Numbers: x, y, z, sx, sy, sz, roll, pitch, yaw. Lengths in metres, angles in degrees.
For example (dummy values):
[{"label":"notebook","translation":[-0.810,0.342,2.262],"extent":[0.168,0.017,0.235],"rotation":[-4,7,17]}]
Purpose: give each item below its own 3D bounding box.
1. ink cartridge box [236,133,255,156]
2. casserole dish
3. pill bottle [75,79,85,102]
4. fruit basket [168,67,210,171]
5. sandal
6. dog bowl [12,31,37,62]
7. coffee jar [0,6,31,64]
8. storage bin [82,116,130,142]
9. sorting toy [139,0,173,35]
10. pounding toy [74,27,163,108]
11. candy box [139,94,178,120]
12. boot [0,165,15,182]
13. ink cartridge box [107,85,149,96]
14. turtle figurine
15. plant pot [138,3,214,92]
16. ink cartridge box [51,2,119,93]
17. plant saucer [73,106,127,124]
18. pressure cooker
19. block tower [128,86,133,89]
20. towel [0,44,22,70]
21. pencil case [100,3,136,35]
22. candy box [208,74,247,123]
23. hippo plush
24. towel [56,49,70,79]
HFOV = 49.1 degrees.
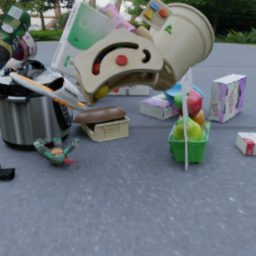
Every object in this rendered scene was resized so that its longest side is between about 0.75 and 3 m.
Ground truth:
[{"label":"ink cartridge box","translation":[4.314,0.537,9.308],"extent":[1.152,0.493,0.850],"rotation":[2,22,0]},{"label":"casserole dish","translation":[2.420,-1.511,12.740],"extent":[1.636,0.524,2.701],"rotation":[1,22,-4]},{"label":"pill bottle","translation":[-1.955,-2.708,14.413],"extent":[1.482,2.602,1.482],"rotation":[4,20,-2]},{"label":"fruit basket","translation":[1.817,-0.373,8.762],"extent":[1.239,2.643,2.448],"rotation":[-6,20,21]},{"label":"sandal","translation":[-1.927,-1.084,7.430],"extent":[2.283,0.654,0.875],"rotation":[25,5,-45]},{"label":"dog bowl","translation":[-4.651,-3.503,11.737],"extent":[1.600,1.600,0.590],"rotation":[12,45,26]},{"label":"coffee jar","translation":[-4.131,-3.174,9.645],"extent":[0.802,1.880,0.980],"rotation":[29,-17,-13]},{"label":"storage bin","translation":[-0.896,-0.129,10.708],"extent":[1.439,0.679,1.449],"rotation":[-10,25,-24]},{"label":"sorting toy","translation":[1.032,-3.462,8.770],"extent":[1.135,0.839,0.167],"rotation":[34,-3,-9]},{"label":"pounding toy","translation":[-0.084,-1.458,7.400],"extent":[2.745,1.575,1.570],"rotation":[-40,76,-19]},{"label":"candy box","translation":[1.577,-0.992,12.924],"extent":[1.413,0.602,1.684],"rotation":[20,30,40]},{"label":"boot","translation":[-3.531,1.212,7.915],"extent":[0.658,0.297,0.803],"rotation":[-4,30,-4]},{"label":"ink cartridge box","translation":[-0.228,-2.699,16.345],"extent":[2.858,1.183,2.094],"rotation":[0,22,1]},{"label":"turtle figurine","translation":[-2.207,0.678,8.497],"extent":[1.299,0.874,1.736],"rotation":[4,2,-29]},{"label":"plant pot","translation":[1.521,-2.856,10.731],"extent":[2.737,2.737,2.506],"rotation":[15,53,32]},{"label":"ink cartridge box","translation":[-0.962,-2.589,9.711],"extent":[2.803,2.255,0.702],"rotation":[18,7,-34]},{"label":"plant saucer","translation":[-1.126,-0.545,10.942],"extent":[2.126,0.389,2.126],"rotation":[-9,9,2]},{"label":"pressure cooker","translation":[-3.330,-0.914,9.768],"extent":[2.535,2.838,2.496],"rotation":[-18,28,-39]},{"label":"block tower","translation":[0.346,-2.664,13.318],"extent":[0.542,0.506,1.873],"rotation":[38,44,-15]},{"label":"towel","translation":[-4.984,-2.942,11.348],"extent":[0.785,0.341,1.407],"rotation":[20,70,34]},{"label":"pencil case","translation":[-0.489,-4.850,12.975],"extent":[1.963,0.858,0.858],"rotation":[48,41,13]},{"label":"candy box","translation":[4.359,-1.319,12.251],"extent":[0.728,1.708,2.036],"rotation":[18,28,38]},{"label":"hippo plush","translation":[-6.062,-2.939,15.458],"extent":[2.316,2.294,2.880],"rotation":[14,30,36]},{"label":"towel","translation":[-2.269,-2.717,11.409],"extent":[0.210,1.247,1.305],"rotation":[18,33,35]}]
